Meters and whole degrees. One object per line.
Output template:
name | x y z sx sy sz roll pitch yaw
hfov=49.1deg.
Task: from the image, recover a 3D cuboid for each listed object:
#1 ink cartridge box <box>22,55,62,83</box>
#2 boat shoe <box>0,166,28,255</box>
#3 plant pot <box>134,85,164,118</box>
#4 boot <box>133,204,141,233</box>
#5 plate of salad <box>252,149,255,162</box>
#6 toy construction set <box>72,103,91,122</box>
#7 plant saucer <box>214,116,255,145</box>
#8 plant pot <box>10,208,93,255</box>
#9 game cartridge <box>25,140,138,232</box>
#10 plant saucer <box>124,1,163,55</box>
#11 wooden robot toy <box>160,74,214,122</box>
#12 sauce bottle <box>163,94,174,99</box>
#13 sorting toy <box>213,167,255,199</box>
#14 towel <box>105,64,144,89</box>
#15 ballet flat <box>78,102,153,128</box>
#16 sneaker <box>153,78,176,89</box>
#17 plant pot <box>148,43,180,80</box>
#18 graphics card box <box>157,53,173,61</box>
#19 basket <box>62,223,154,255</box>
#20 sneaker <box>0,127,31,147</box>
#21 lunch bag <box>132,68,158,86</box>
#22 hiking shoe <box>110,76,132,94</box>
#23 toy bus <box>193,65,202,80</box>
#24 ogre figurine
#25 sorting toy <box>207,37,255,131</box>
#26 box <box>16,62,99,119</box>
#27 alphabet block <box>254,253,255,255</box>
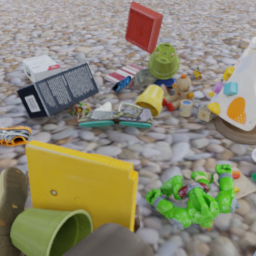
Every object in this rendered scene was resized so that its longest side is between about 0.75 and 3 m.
ink cartridge box | -4.138 -2.776 13.487 1.303 0.740 1.788 -22 41 -27
boat shoe | -3.040 2.192 6.658 0.903 0.962 2.673 -29 42 16
plant pot | 0.886 -1.060 10.623 1.017 1.017 0.956 18 64 23
boot | -0.433 1.653 6.672 1.774 1.653 0.570 16 36 24
plate of salad | 4.988 0.777 8.227 2.478 0.595 2.478 -6 19 2
toy construction set | -1.764 -0.722 10.636 0.991 0.762 0.827 27 45 35
plant saucer | 4.241 -0.135 10.242 2.103 0.310 2.103 0 35 0
plant pot | -1.725 2.317 6.034 1.368 1.440 1.440 8 35 29
game cartridge | -1.056 1.517 6.325 2.515 2.217 0.408 11 27 13
plant saucer | 0.629 -4.898 13.891 0.381 2.072 2.075 -28 54 -38
wooden robot toy | 2.115 -1.389 11.072 1.305 1.344 2.962 -20 40 -26
sauce bottle | 1.672 -1.266 11.829 0.809 0.267 0.267 -21 41 -27
sorting toy | 3.212 1.489 8.074 1.392 0.205 1.029 -16 39 -20
towel | 0.036 -2.511 13.593 1.443 0.228 2.003 30 47 32
ballet flat | -0.449 -0.467 10.106 2.675 0.962 0.962 1 36 -4
sneaker | 1.726 -2.068 12.786 0.600 0.540 1.539 14 9 -41
plant pot | 1.492 -2.864 11.619 1.394 1.394 1.324 5 -5 7
graphics card box | 2.147 -3.891 15.448 1.006 0.256 0.631 28 45 34
basket | -0.755 3.037 4.670 2.374 1.791 2.633 36 42 14
sneaker | -4.044 0.355 9.333 1.573 0.616 0.607 -10 46 -12
lunch bag | 0.722 -2.238 12.636 0.940 0.789 0.655 -15 77 -33
hiking shoe | -0.272 -1.881 12.094 0.441 1.018 0.379 13 39 -58
toy bus | 3.301 -2.623 13.422 0.356 0.651 0.690 -21 14 15
ogre figurine | 1.661 1.745 6.953 2.288 1.123 1.372 -3 32 -8
sorting toy | 4.074 -1.803 9.957 1.575 2.654 2.948 22 28 6
box | -2.621 -1.393 10.584 2.362 1.265 1.753 -32 18 -36
alphabet block | 2.875 2.974 4.829 1.686 1.647 1.656 29 47 32
